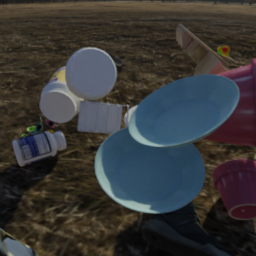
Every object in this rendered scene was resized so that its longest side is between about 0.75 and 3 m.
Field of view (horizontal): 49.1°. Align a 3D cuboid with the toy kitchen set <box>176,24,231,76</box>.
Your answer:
[{"bbox_3d":[2.291,-2.345,11.620,2.438,2.696,2.988,31,25,-23],"label":"toy kitchen set"}]

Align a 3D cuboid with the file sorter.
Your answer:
[{"bbox_3d":[-0.811,-0.340,9.312,1.499,1.040,0.933,5,-1,-22],"label":"file sorter"}]

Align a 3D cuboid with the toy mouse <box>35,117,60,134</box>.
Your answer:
[{"bbox_3d":[-3.831,-0.031,12.999,1.282,0.248,1.139,-32,67,-14],"label":"toy mouse"}]

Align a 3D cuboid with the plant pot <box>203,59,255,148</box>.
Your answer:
[{"bbox_3d":[3.331,-0.639,8.702,2.548,2.847,2.847,-3,29,21],"label":"plant pot"}]

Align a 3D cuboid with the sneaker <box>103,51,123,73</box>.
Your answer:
[{"bbox_3d":[-0.697,-2.627,11.283,1.059,0.562,0.396,38,59,18],"label":"sneaker"}]

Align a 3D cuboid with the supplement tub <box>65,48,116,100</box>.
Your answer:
[{"bbox_3d":[-1.339,-1.825,9.748,1.704,1.704,2.344,-7,8,-12],"label":"supplement tub"}]

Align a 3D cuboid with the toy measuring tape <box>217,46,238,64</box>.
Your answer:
[{"bbox_3d":[4.093,-3.019,11.353,1.040,0.383,0.383,37,43,16],"label":"toy measuring tape"}]

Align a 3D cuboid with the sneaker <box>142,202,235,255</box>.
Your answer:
[{"bbox_3d":[1.930,2.923,7.758,2.779,1.062,1.592,15,40,33],"label":"sneaker"}]

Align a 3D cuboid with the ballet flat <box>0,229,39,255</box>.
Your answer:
[{"bbox_3d":[-3.349,3.201,7.487,2.664,0.942,0.942,17,35,26],"label":"ballet flat"}]

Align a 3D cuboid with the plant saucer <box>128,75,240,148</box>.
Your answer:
[{"bbox_3d":[1.336,-0.326,6.826,2.731,0.526,2.731,-22,31,14],"label":"plant saucer"}]

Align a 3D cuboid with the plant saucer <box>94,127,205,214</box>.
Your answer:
[{"bbox_3d":[0.529,1.051,7.207,2.771,0.533,2.771,2,44,-2],"label":"plant saucer"}]

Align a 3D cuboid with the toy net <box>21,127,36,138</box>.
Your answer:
[{"bbox_3d":[-4.236,0.387,12.616,0.792,0.292,1.511,-25,35,-36],"label":"toy net"}]

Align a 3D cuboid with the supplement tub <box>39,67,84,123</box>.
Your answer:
[{"bbox_3d":[-2.689,-1.417,11.883,1.682,1.682,2.314,2,33,3],"label":"supplement tub"}]

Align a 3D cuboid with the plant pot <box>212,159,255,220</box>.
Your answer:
[{"bbox_3d":[3.603,2.033,8.932,1.625,1.625,1.454,2,47,3],"label":"plant pot"}]

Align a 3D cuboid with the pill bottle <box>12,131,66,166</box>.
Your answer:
[{"bbox_3d":[-3.553,0.764,11.327,1.916,1.064,1.064,-17,35,-27],"label":"pill bottle"}]

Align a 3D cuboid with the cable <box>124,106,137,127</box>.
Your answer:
[{"bbox_3d":[1.158,-0.250,13.150,2.734,0.946,2.733,-21,38,-30],"label":"cable"}]
